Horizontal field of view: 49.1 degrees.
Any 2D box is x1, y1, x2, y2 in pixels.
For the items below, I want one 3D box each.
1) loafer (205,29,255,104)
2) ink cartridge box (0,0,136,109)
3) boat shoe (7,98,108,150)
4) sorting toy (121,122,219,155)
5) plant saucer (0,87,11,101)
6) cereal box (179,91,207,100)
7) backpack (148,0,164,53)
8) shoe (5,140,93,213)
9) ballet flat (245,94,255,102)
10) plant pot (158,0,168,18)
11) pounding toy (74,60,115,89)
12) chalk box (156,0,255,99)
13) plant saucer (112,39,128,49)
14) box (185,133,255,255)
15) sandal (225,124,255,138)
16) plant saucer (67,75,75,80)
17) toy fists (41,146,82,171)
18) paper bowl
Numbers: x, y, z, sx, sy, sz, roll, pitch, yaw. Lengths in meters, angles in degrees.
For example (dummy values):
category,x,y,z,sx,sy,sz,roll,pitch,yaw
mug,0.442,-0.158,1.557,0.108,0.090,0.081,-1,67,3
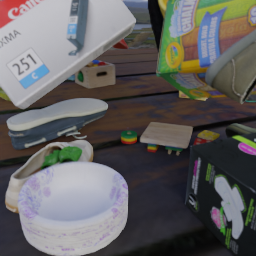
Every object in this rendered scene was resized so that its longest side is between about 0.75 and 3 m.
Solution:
category,x,y,z,sx,sy,sz,roll,pitch,yaw
loafer,1.743,-0.936,3.137,0.673,1.790,0.623,9,44,-58
ink cartridge box,-1.510,-1.931,4.810,2.502,2.205,0.559,-38,2,-8
boat shoe,-1.702,-0.122,7.271,2.647,0.819,0.991,-21,33,-35
sorting toy,1.033,0.282,6.872,2.267,0.383,1.093,7,24,17
plant saucer,-4.367,-1.486,10.969,1.711,0.410,1.708,22,31,40
cereal box,2.686,-1.446,11.032,1.025,0.282,1.425,11,25,23
backpack,1.770,-3.640,8.977,1.811,2.861,2.388,-19,15,-30
shoe,-1.415,0.711,5.541,0.839,0.640,2.399,9,25,21
ballet flat,5.488,-1.380,10.120,2.554,0.933,0.933,1,23,1
plant pot,2.155,-2.756,7.114,2.297,2.161,2.297,-13,54,19
pounding toy,-1.593,-2.503,12.295,1.735,1.233,1.597,-15,27,-32
chalk box,1.474,-1.425,4.941,2.359,1.467,1.460,-1,-13,36
plant saucer,-0.963,-3.777,9.536,0.471,2.566,2.561,-32,7,11
box,1.973,1.039,4.085,1.428,1.195,1.923,-10,26,-22
sandal,2.853,0.495,5.293,0.806,1.121,2.824,-20,25,-4
plant saucer,-2.363,-2.561,13.862,0.459,0.124,1.312,18,30,36
toy fists,-1.274,0.581,5.361,0.874,0.301,0.446,-21,22,24
paper bowl,-0.772,1.213,4.158,1.547,0.805,1.547,0,23,0
